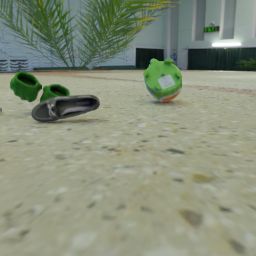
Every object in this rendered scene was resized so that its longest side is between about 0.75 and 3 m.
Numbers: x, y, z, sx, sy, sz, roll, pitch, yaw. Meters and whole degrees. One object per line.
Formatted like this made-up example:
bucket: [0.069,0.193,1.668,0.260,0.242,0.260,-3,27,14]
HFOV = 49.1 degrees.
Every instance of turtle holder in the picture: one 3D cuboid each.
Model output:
turtle holder: [1.545,-2.265,13.567,2.315,1.644,1.759,34,74,27]

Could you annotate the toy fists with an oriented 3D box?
toy fists: [-3.435,-1.396,11.000,2.302,0.792,1.173,19,-37,-21]

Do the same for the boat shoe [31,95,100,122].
boat shoe: [-2.100,-0.716,9.434,2.322,0.776,0.662,-12,4,-12]

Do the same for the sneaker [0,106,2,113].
sneaker: [-5.743,-1.273,10.912,2.128,0.853,0.748,28,-16,12]
